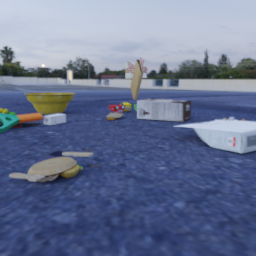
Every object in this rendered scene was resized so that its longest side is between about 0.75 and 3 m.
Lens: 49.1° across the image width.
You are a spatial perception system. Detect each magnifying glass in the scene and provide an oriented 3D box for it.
[{"bbox_3d":[-4.799,-0.328,11.451,1.154,0.325,2.898,40,27,25],"label":"magnifying glass"}]

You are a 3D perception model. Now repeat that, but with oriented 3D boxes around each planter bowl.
[{"bbox_3d":[-4.627,-1.465,16.736,2.931,1.221,2.931,0,9,0],"label":"planter bowl"}]

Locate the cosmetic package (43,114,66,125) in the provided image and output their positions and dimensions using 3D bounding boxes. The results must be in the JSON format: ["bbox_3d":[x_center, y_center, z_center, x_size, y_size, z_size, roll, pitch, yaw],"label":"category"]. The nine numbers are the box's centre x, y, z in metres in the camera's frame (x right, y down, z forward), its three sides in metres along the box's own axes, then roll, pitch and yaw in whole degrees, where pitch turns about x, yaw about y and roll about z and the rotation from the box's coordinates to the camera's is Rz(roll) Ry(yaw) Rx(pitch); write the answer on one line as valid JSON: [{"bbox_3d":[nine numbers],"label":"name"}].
[{"bbox_3d":[-3.400,-0.402,12.977,0.515,0.406,0.957,5,10,32],"label":"cosmetic package"}]

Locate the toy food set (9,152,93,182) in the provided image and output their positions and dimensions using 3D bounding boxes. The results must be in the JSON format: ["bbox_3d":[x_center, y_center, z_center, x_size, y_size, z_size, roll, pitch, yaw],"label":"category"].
[{"bbox_3d":[-1.575,0.906,5.955,1.100,0.320,1.594,-2,12,37],"label":"toy food set"}]

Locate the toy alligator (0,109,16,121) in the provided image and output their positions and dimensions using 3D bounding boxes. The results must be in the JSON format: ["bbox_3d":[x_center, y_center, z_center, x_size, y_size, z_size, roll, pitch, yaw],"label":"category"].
[{"bbox_3d":[-6.299,-0.594,13.916,1.938,0.575,0.526,7,52,34],"label":"toy alligator"}]

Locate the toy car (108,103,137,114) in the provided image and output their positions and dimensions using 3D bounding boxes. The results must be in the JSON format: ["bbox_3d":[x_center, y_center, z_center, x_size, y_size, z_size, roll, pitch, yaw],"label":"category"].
[{"bbox_3d":[0.247,-1.169,17.053,2.321,0.550,2.467,4,11,19],"label":"toy car"}]

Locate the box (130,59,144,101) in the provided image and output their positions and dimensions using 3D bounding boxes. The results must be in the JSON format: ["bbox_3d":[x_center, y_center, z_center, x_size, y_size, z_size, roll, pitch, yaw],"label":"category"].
[{"bbox_3d":[0.359,-2.058,12.009,0.148,1.388,1.134,3,40,-13],"label":"box"}]

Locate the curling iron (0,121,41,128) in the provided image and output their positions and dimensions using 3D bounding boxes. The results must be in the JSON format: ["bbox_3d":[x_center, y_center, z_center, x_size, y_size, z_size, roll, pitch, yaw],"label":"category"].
[{"bbox_3d":[-4.600,-0.136,11.807,1.796,0.230,0.445,-1,-27,-27],"label":"curling iron"}]

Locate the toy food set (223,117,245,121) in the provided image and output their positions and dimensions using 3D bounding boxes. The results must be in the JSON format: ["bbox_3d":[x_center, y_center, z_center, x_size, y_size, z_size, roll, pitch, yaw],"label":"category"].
[{"bbox_3d":[4.335,-0.188,11.634,0.913,0.436,0.411,12,15,38],"label":"toy food set"}]

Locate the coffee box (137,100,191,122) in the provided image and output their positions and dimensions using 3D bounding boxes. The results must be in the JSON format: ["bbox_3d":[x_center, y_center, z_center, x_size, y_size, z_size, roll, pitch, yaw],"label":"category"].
[{"bbox_3d":[1.841,-0.922,14.293,2.452,0.977,1.402,5,11,26],"label":"coffee box"}]

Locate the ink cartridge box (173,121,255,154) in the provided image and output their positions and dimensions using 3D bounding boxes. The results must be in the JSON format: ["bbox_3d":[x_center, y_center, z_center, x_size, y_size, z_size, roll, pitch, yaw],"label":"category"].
[{"bbox_3d":[3.240,0.208,9.183,2.289,0.708,2.823,-7,5,-31],"label":"ink cartridge box"}]

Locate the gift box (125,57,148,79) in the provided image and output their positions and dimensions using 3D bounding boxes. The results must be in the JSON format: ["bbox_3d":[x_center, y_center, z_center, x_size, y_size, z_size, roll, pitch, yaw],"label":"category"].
[{"bbox_3d":[0.360,-3.065,14.460,1.013,1.098,1.025,-11,12,-17],"label":"gift box"}]

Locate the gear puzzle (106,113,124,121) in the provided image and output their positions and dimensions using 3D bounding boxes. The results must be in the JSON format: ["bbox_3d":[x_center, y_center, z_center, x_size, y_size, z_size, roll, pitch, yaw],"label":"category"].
[{"bbox_3d":[-0.721,-0.541,14.546,0.789,0.200,1.524,4,13,9],"label":"gear puzzle"}]
